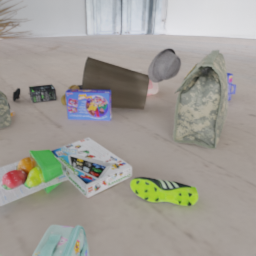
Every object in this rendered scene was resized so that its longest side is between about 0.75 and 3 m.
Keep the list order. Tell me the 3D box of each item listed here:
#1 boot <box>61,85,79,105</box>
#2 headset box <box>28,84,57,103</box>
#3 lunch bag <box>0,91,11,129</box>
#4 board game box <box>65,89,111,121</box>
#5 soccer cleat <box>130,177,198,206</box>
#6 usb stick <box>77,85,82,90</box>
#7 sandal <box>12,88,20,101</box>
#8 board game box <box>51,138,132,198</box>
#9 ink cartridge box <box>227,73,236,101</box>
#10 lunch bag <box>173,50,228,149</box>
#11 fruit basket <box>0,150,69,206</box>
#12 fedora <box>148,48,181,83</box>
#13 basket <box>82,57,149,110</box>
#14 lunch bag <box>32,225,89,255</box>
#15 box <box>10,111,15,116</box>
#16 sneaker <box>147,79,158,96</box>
[{"bbox_3d":[-2.045,-1.587,13.792,2.024,0.669,1.773,0,36,16],"label":"boot"},{"bbox_3d":[-4.456,-1.773,14.427,1.296,0.601,1.128,-10,26,-21],"label":"headset box"},{"bbox_3d":[-5.694,-0.744,11.041,1.968,1.371,1.651,-17,34,-24],"label":"lunch bag"},{"bbox_3d":[-1.647,-0.960,11.807,1.835,1.234,0.411,2,24,4],"label":"board game box"},{"bbox_3d":[0.902,1.569,7.068,1.699,0.573,0.688,10,11,14],"label":"soccer cleat"},{"bbox_3d":[-1.948,-2.287,15.937,2.015,0.329,0.559,-3,16,-6],"label":"usb stick"},{"bbox_3d":[-5.490,-1.614,13.924,0.310,0.487,1.296,3,-9,-35],"label":"sandal"},{"bbox_3d":[-1.177,1.047,8.247,1.471,0.403,2.331,-20,31,-33],"label":"board game box"},{"bbox_3d":[4.491,-2.147,14.269,0.785,1.402,2.055,-18,30,-25],"label":"ink cartridge box"},{"bbox_3d":[2.698,-1.144,10.053,1.758,2.991,2.453,10,27,21],"label":"lunch bag"},{"bbox_3d":[-2.703,1.320,7.389,1.826,0.856,1.691,-25,33,-25],"label":"fruit basket"},{"bbox_3d":[1.694,-2.599,12.107,1.650,1.460,0.745,-46,51,-13],"label":"fedora"},{"bbox_3d":[-0.533,-1.853,12.820,2.829,2.551,1.924,9,51,0],"label":"basket"},{"bbox_3d":[-1.047,2.381,3.972,0.702,1.462,1.823,2,23,6],"label":"lunch bag"},{"bbox_3d":[-5.392,-0.557,12.198,0.548,0.191,0.920,5,27,10],"label":"box"},{"bbox_3d":[0.901,-2.464,15.592,1.274,0.918,2.438,-11,32,-15],"label":"sneaker"}]
